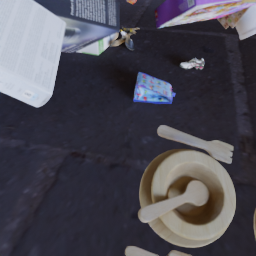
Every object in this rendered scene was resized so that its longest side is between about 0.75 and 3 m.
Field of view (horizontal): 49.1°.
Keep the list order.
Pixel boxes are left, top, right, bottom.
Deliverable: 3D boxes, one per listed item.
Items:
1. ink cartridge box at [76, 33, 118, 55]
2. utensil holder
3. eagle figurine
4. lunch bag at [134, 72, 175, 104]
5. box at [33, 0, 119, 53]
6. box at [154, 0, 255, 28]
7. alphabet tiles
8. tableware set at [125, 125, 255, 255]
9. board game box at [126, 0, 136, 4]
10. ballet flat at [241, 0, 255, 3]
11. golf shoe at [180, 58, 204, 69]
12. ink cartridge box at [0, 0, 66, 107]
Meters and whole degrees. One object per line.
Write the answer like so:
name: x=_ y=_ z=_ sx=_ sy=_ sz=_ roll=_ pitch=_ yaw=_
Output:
ink cartridge box: x=-1.536 y=-4.131 z=12.367 sx=1.560 sy=0.900 sz=2.135 roll=14 pitch=41 yaw=17
utensil holder: x=3.721 y=-3.649 z=8.427 sx=1.276 sy=1.501 sz=1.276 roll=-26 pitch=8 yaw=4
eagle figurine: x=-0.165 y=-3.884 z=12.309 sx=0.979 sy=0.973 sz=1.290 roll=-14 pitch=54 yaw=53
lunch bag: x=0.897 y=-1.249 z=9.138 sx=1.314 sy=0.618 sz=0.989 roll=11 pitch=37 yaw=-1
box: x=-2.060 y=-3.151 z=7.409 sx=2.633 sy=1.636 sz=2.655 roll=-1 pitch=0 yaw=-39
box: x=1.815 y=-2.815 z=6.277 sx=1.820 sy=0.520 sz=2.660 roll=-12 pitch=13 yaw=-8
alphabet tiles: x=2.970 y=-3.357 z=7.999 sx=0.035 sy=0.930 sz=0.777 roll=-11 pitch=61 yaw=-36
tableware set: x=1.423 y=0.963 z=3.243 sx=2.601 sy=0.521 sz=1.719 roll=18 pitch=65 yaw=-1
board game box: x=0.322 y=-4.826 z=8.651 sx=0.344 sy=1.487 sz=1.127 roll=1 pitch=60 yaw=-45
ballet flat: x=1.541 y=-2.159 z=3.712 sx=0.326 sy=1.033 sz=0.354 roll=-12 pitch=-5 yaw=13
golf shoe: x=2.453 y=-2.489 z=10.753 sx=0.914 sy=0.403 sz=0.353 roll=0 pitch=40 yaw=3
ink cartridge box: x=-2.351 y=-1.703 z=4.787 sx=2.460 sy=0.582 sz=1.970 roll=25 pitch=50 yaw=-33
